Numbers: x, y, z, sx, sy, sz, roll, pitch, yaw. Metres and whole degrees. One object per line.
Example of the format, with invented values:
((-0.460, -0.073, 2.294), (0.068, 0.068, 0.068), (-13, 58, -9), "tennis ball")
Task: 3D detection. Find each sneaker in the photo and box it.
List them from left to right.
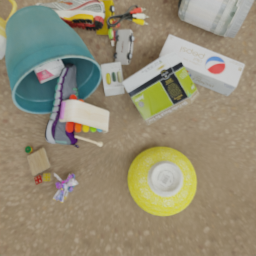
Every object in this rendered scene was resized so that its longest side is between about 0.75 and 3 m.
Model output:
((-2.237, -4.528, 10.837), (2.862, 1.114, 1.176), (8, 84, 9), "sneaker")
((-1.982, -0.777, 10.007), (1.279, 1.087, 2.922), (13, 90, 0), "sneaker")

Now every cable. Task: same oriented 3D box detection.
((-0.030, -4.165, 10.359), (1.659, 0.417, 0.806), (-14, 98, -28), "cable")

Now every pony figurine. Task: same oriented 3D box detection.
((-2.138, 1.945, 9.369), (0.871, 1.010, 1.046), (22, 74, 4), "pony figurine")

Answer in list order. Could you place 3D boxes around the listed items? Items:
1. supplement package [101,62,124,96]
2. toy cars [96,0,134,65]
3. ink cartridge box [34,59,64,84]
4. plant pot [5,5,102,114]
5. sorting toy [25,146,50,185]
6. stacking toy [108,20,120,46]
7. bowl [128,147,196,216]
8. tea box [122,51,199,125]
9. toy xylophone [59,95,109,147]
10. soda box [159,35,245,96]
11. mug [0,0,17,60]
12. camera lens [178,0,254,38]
((-0.573, -1.813, 10.486), (0.747, 0.741, 0.984), (-8, 76, -2), "supplement package")
((-0.467, -3.706, 11.013), (1.241, 0.613, 2.767), (-35, 79, 24), "toy cars")
((-3.075, -2.509, 10.325), (1.018, 0.593, 1.407), (-27, 96, -16), "ink cartridge box")
((-2.843, -2.457, 9.655), (2.999, 2.999, 2.818), (-25, 70, -6), "plant pot")
((-3.083, 1.244, 9.855), (0.737, 0.259, 1.530), (-28, 72, 13), "sorting toy")
((-0.474, -3.637, 10.773), (0.356, 0.842, 0.762), (0, 59, 12), "stacking toy")
((1.179, 1.719, 9.320), (2.423, 1.304, 2.423), (0, 76, 1), "bowl")
((1.113, -1.325, 9.454), (1.790, 1.196, 1.761), (-27, 96, 33), "tea box")
((-1.403, -0.196, 9.560), (0.511, 2.035, 1.490), (-10, 62, 43), "toy xylophone")
((2.665, -2.325, 10.506), (2.998, 0.954, 1.021), (24, 77, 5), "soda box")
((-5.148, -3.631, 10.126), (1.964, 2.392, 1.916), (32, 34, -28), "mug")
((3.222, -4.657, 10.454), (2.429, 1.943, 1.943), (26, 77, 8), "camera lens")
